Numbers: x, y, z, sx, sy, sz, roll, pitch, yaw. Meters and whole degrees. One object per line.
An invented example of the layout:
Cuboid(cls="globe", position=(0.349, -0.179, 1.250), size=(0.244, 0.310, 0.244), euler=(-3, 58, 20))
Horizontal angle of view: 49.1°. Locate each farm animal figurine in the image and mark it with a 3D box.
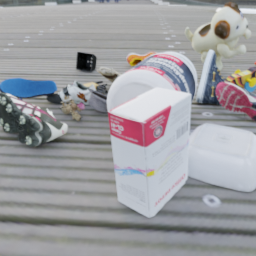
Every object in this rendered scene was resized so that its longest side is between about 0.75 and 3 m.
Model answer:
Cuboid(cls="farm animal figurine", position=(-1.766, -0.629, 9.200), size=(1.019, 0.537, 1.031), euler=(-2, 51, 21))

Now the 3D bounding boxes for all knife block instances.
Cuboid(cls="knife block", position=(-1.489, -1.532, 11.021), size=(1.296, 0.415, 1.138), euler=(4, 28, 8))

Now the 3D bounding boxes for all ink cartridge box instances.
Cuboid(cls="ink cartridge box", position=(0.492, 0.438, 5.606), size=(0.903, 2.108, 1.556), euler=(20, 35, 36))

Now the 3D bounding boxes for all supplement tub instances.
Cuboid(cls="supplement tub", position=(0.863, -1.051, 8.399), size=(2.071, 2.071, 2.952), euler=(12, 31, 20))

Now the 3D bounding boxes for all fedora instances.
Cuboid(cls="fedora", position=(-0.957, -0.862, 9.490), size=(1.095, 0.494, 0.968), euler=(23, 14, -18))

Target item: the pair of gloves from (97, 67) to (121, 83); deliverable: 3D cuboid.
Cuboid(cls="pair of gloves", position=(-0.123, -1.941, 10.978), size=(2.045, 0.359, 1.739), euler=(16, -1, 22))

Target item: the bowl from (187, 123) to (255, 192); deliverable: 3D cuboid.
Cuboid(cls="bowl", position=(2.284, 0.545, 6.894), size=(1.955, 0.730, 1.952), euler=(12, 30, 26))

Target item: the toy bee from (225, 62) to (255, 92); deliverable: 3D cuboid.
Cuboid(cls="toy bee", position=(4.858, -2.091, 11.317), size=(2.080, 1.131, 1.362), euler=(-19, 33, -29))

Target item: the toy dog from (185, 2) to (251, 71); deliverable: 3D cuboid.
Cuboid(cls="toy dog", position=(4.119, -4.250, 12.400), size=(2.717, 2.802, 1.955), euler=(36, 78, -1))

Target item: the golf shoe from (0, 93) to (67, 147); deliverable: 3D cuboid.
Cuboid(cls="golf shoe", position=(-2.987, -0.264, 8.343), size=(2.708, 1.045, 1.193), euler=(31, 26, 35))

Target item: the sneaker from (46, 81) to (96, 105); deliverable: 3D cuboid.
Cuboid(cls="sneaker", position=(-2.072, -1.321, 10.215), size=(1.892, 0.837, 0.701), euler=(-1, 30, 3))

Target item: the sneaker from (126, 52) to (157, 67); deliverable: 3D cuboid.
Cuboid(cls="sneaker", position=(0.882, -3.431, 14.425), size=(1.979, 0.722, 0.763), euler=(-12, 55, -20))

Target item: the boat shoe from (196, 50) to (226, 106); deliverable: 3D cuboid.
Cuboid(cls="boat shoe", position=(3.224, -1.836, 10.415), size=(1.003, 0.781, 2.209), euler=(13, 73, 12))

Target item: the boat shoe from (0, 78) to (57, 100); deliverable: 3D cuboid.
Cuboid(cls="boat shoe", position=(-3.401, -1.227, 9.578), size=(1.934, 0.814, 0.664), euler=(1, -15, -39))

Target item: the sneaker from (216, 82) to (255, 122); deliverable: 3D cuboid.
Cuboid(cls="sneaker", position=(3.683, -0.845, 8.966), size=(1.979, 0.798, 0.739), euler=(30, 37, -5))

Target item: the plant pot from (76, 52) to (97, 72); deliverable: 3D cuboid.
Cuboid(cls="plant pot", position=(-1.983, -3.231, 13.763), size=(0.852, 0.854, 0.757), euler=(13, 15, 19))
